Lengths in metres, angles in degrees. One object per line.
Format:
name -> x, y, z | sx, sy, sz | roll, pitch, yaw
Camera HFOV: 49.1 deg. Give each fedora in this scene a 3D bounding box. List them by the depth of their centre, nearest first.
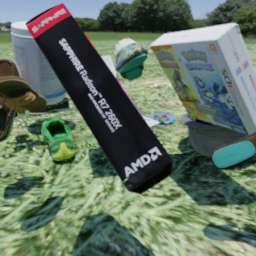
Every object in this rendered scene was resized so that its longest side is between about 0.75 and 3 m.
fedora -> 3.208, 0.231, 9.894 | 2.650, 1.353, 2.996 | -11, 17, -30

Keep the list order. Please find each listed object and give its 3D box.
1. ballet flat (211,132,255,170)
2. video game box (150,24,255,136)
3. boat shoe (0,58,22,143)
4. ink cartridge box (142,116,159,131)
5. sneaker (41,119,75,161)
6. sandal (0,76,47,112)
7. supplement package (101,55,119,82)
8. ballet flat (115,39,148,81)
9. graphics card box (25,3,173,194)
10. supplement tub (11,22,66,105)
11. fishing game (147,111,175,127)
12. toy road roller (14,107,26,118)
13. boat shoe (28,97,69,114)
ballet flat -> 2.513, 0.360, 5.384 | 1.834, 0.623, 0.627 | -18, -13, 27
video game box -> 2.071, -1.214, 7.317 | 0.701, 2.727, 2.993 | -37, 23, -10
boat shoe -> -3.118, -0.634, 6.901 | 0.798, 2.162, 0.800 | 8, 10, -4
ink cartridge box -> 0.216, 0.169, 10.946 | 1.930, 0.655, 1.120 | -20, 30, -38
sneaker -> -2.574, 0.142, 10.327 | 1.060, 1.196, 2.862 | -12, 25, -23
sandal -> -2.198, -0.573, 5.672 | 0.702, 0.472, 1.749 | -21, -18, 9
supplement package -> -0.848, -1.181, 8.350 | 1.089, 1.075, 1.796 | -10, 48, -9
ballet flat -> -0.019, -2.035, 8.107 | 1.030, 1.030, 2.774 | -1, -2, -2
graphics card box -> -0.350, -0.313, 4.227 | 0.688, 2.705, 1.697 | -32, -17, -2
supplement tub -> -3.441, -2.527, 11.014 | 1.919, 2.909, 1.919 | 4, 28, -2
fishing game -> 1.517, -0.489, 12.987 | 1.361, 0.295, 1.900 | 9, 25, 26
toy road roller -> -3.906, -1.017, 10.134 | 1.158, 0.975, 1.586 | -9, 26, -14
boat shoe -> -3.963, -1.113, 14.012 | 2.062, 0.646, 0.755 | -14, 27, -26
